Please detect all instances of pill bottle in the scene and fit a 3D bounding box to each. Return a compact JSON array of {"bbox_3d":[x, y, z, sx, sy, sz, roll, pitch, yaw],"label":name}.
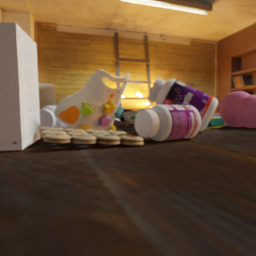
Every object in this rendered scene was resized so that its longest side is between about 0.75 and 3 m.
[{"bbox_3d":[-2.556,-0.299,9.696,0.945,0.945,1.737,1,4,10],"label":"pill bottle"},{"bbox_3d":[1.913,-0.905,10.064,2.309,1.299,1.299,27,10,11],"label":"pill bottle"},{"bbox_3d":[1.064,-0.148,7.581,1.731,0.972,0.972,-3,5,-37],"label":"pill bottle"}]

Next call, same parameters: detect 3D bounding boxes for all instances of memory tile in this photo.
[{"bbox_3d":[-0.927,0.184,6.817,2.287,0.192,1.753,2,5,-20],"label":"memory tile"}]

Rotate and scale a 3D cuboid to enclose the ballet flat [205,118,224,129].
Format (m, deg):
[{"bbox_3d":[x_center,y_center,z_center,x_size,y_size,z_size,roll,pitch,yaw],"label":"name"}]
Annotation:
[{"bbox_3d":[3.202,-0.169,11.587,1.632,0.545,0.547,1,-18,-23],"label":"ballet flat"}]

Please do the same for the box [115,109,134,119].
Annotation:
[{"bbox_3d":[0.166,-0.690,15.532,2.252,0.407,1.610,7,-6,-13],"label":"box"}]

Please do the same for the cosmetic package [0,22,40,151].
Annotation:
[{"bbox_3d":[-2.584,-0.881,6.521,0.665,2.576,1.942,-2,5,-9],"label":"cosmetic package"}]

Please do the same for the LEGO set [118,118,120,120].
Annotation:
[{"bbox_3d":[-0.321,-0.405,15.483,0.759,0.290,0.311,1,1,-7],"label":"LEGO set"}]

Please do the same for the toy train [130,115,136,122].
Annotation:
[{"bbox_3d":[0.626,-0.322,12.935,0.604,0.447,2.141,-9,-5,32],"label":"toy train"}]

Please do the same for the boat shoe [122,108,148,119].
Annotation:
[{"bbox_3d":[0.510,-0.525,13.914,1.883,0.619,0.678,-6,-22,29],"label":"boat shoe"}]

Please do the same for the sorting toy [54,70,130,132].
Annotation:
[{"bbox_3d":[-0.799,-0.878,8.691,2.235,2.012,1.194,-4,42,-47],"label":"sorting toy"}]

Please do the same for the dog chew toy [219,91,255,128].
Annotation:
[{"bbox_3d":[5.175,-0.712,12.037,1.627,1.627,2.612,-2,12,-21],"label":"dog chew toy"}]

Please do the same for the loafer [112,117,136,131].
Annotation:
[{"bbox_3d":[-0.054,-0.161,10.620,1.501,0.533,0.548,-3,5,-35],"label":"loafer"}]

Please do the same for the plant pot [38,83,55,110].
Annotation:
[{"bbox_3d":[-3.950,-0.783,10.837,1.568,1.771,1.769,-13,18,-43],"label":"plant pot"}]
